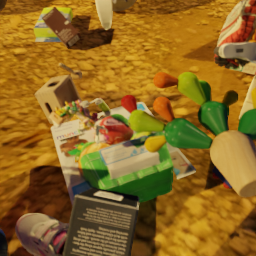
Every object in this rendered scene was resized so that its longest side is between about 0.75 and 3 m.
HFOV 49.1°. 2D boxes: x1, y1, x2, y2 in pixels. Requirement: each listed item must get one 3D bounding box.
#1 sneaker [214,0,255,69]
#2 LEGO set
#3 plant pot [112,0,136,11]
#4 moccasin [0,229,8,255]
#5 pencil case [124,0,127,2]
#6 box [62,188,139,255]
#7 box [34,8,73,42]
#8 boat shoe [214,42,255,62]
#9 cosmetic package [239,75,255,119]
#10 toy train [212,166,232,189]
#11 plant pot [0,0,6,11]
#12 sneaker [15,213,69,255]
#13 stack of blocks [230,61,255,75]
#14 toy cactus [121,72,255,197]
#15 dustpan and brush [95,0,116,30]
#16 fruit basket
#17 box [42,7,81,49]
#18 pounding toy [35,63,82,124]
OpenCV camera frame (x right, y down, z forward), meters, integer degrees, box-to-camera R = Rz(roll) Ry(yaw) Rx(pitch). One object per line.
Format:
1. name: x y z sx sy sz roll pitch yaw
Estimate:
1. sneaker: 2.717 -2.498 6.002 1.078 2.768 1.137 15 64 -11
2. LEGO set: -0.712 -0.242 4.789 0.558 1.499 0.690 -23 66 16
3. plant pot: -0.494 -5.938 11.361 2.763 2.763 1.855 -8 82 -7
4. moccasin: -3.335 2.544 4.735 2.464 0.991 0.840 -25 57 -19
5. pencil case: -0.072 -3.831 6.171 0.802 1.853 0.767 -12 23 26
6. box: -0.343 1.553 3.527 0.753 1.045 1.407 11 84 4
7. box: -2.877 -4.025 10.843 1.160 0.453 1.903 0 48 1
8. boat shoe: 2.066 -1.430 5.295 1.001 0.350 0.331 -8 17 -21
9. cosmetic package: 4.321 -0.479 7.478 2.288 0.836 1.184 20 52 18
10. toy train: 2.439 1.148 6.389 0.533 0.390 0.922 -20 50 -34
11. plant pot: -5.932 -5.641 11.611 1.731 1.731 1.510 -38 75 -28
12. sneaker: -1.303 2.076 5.216 1.924 0.849 0.783 19 52 16
13. stack of blocks: 4.503 -1.971 8.326 2.631 1.515 0.771 17 51 14
14. toy cactus: 1.363 0.091 4.494 2.744 1.403 2.264 2 43 -16
15. dustpan and brush: -0.533 -3.452 7.099 0.610 1.487 2.130 -2 8 6
16. fruit basket: -0.279 0.387 6.417 2.618 1.325 2.826 -16 48 -14
17. box: -2.361 -3.556 9.953 0.656 0.491 1.310 -43 83 -3
18. pounding toy: -1.404 -0.840 5.846 0.529 1.015 1.156 -5 35 24
